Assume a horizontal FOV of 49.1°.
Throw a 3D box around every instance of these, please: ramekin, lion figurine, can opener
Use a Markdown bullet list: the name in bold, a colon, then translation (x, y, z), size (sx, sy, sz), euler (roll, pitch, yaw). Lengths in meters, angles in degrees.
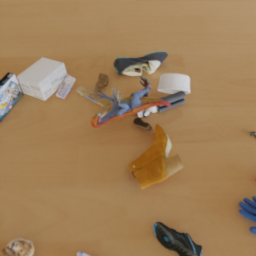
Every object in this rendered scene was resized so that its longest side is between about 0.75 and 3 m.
- **ramekin**: translation (1.981, -1.889, 12.042), size (1.396, 1.396, 0.680), euler (6, 89, 4)
- **lion figurine**: translation (-3.656, 4.439, 8.007), size (1.500, 0.888, 2.449), euler (7, 67, -4)
- **can opener**: translation (1.365, -1.085, 12.140), size (2.388, 0.628, 0.794), euler (-18, 48, -14)

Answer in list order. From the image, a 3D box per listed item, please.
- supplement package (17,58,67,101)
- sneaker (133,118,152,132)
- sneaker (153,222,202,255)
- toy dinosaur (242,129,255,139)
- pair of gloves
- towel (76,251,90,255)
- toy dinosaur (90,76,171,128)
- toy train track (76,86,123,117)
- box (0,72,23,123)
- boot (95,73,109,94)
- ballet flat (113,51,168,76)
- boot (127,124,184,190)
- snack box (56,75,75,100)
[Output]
- **supplement package**: translation (-3.817, -2.240, 12.630), size (1.324, 0.943, 1.700), euler (19, 50, 23)
- **sneaker**: translation (0.596, -0.083, 11.576), size (0.373, 0.400, 1.059), euler (-44, 37, -9)
- **sneaker**: translation (1.534, 3.534, 8.819), size (1.684, 0.617, 0.690), euler (38, 42, 20)
- **toy dinosaur**: translation (5.111, 0.251, 11.436), size (0.844, 0.200, 0.372), euler (10, 39, 8)
- **pair of gloves**: translation (5.064, 2.632, 9.428), size (2.190, 0.310, 2.724), euler (30, 60, 26)
- **towel**: translation (-0.847, 4.557, 8.186), size (1.879, 0.224, 1.380), euler (13, 55, 9)
- **toy dinosaur**: translation (-0.095, -0.763, 10.898), size (2.974, 1.562, 2.699), euler (37, 87, -7)
- **toy train track**: translation (-1.223, -1.113, 12.336), size (2.717, 0.442, 1.558), euler (30, 64, 28)
- **box**: translation (-5.295, -1.238, 11.852), size (0.359, 1.300, 1.904), euler (18, 55, 13)
- **boot**: translation (-1.222, -1.952, 12.847), size (0.460, 0.449, 1.220), euler (15, 69, 2)
- **ballet flat**: translation (0.683, -2.993, 13.474), size (2.775, 1.014, 1.014), euler (-11, 54, -13)
- **boot**: translation (0.797, 0.985, 10.500), size (1.843, 0.906, 2.574), euler (-24, 39, 3)
- **snack box**: translation (-2.847, -1.857, 12.805), size (0.408, 0.138, 1.134), euler (27, 71, -4)
